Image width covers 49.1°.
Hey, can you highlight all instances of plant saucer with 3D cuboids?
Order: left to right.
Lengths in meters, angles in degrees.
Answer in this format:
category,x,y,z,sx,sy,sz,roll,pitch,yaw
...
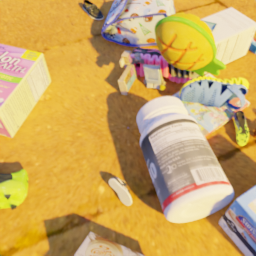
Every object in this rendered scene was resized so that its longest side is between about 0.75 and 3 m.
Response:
category,x,y,z,sx,sy,sz,roll,pitch,yaw
plant saucer,2.429,-3.658,9.849,1.299,0.123,0.454,20,56,18

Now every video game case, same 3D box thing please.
category,x,y,z,sx,sy,sz,roll,pitch,yaw
video game case,2.477,-0.717,9.334,2.589,0.226,1.851,-32,60,-21

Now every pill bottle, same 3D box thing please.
category,x,y,z,sx,sy,sz,roll,pitch,yaw
pill bottle,1.296,0.738,7.347,1.705,1.705,2.994,-12,54,-9

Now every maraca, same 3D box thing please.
category,x,y,z,sx,sy,sz,roll,pitch,yaw
maraca,1.795,-2.288,8.149,1.756,2.561,1.370,16,75,50

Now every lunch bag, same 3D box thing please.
category,x,y,z,sx,sy,sz,roll,pitch,yaw
lunch bag,0.408,-4.543,11.327,2.737,1.695,2.327,1,52,18

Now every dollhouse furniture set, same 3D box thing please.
category,x,y,z,sx,sy,sz,roll,pitch,yaw
dollhouse furniture set,0.479,-1.731,9.395,1.411,1.332,0.921,11,54,22

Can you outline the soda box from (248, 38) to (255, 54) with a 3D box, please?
category,x,y,z,sx,sy,sz,roll,pitch,yaw
soda box,4.952,-3.385,11.249,0.300,0.318,0.936,-20,56,-14

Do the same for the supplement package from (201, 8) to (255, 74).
category,x,y,z,sx,sy,sz,roll,pitch,yaw
supplement package,3.283,-3.232,10.457,2.381,1.397,1.392,-26,58,-18

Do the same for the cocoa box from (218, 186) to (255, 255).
category,x,y,z,sx,sy,sz,roll,pitch,yaw
cocoa box,3.626,1.971,6.529,2.316,1.520,1.545,-27,58,-18

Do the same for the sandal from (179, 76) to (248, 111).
category,x,y,z,sx,sy,sz,roll,pitch,yaw
sandal,2.794,-1.047,8.922,2.299,0.914,1.001,-3,58,0

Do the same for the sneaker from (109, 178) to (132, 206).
category,x,y,z,sx,sy,sz,roll,pitch,yaw
sneaker,-0.137,1.665,7.486,0.853,0.334,0.339,52,28,13

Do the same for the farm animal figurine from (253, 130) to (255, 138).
category,x,y,z,sx,sy,sz,roll,pitch,yaw
farm animal figurine,4.785,0.282,8.101,1.917,1.011,1.938,-25,57,-17

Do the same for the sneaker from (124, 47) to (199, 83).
category,x,y,z,sx,sy,sz,roll,pitch,yaw
sneaker,1.298,-2.453,10.234,2.737,1.081,1.305,11,43,6

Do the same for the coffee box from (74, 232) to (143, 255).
category,x,y,z,sx,sy,sz,roll,pitch,yaw
coffee box,-0.269,3.120,5.931,1.812,0.722,1.036,19,24,14

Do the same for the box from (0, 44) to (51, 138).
category,x,y,z,sx,sy,sz,roll,pitch,yaw
box,-4.295,-1.343,9.119,2.375,1.305,2.700,15,54,11

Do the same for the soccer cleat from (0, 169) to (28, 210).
category,x,y,z,sx,sy,sz,roll,pitch,yaw
soccer cleat,-4.010,1.638,7.281,2.816,0.951,1.141,-4,35,-3

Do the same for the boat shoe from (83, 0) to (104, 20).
category,x,y,z,sx,sy,sz,roll,pitch,yaw
boat shoe,-1.597,-5.374,12.624,0.534,0.474,1.428,-27,58,-19

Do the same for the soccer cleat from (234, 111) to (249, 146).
category,x,y,z,sx,sy,sz,roll,pitch,yaw
soccer cleat,3.497,0.026,8.696,0.368,0.476,1.139,-2,73,10
